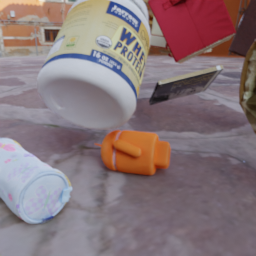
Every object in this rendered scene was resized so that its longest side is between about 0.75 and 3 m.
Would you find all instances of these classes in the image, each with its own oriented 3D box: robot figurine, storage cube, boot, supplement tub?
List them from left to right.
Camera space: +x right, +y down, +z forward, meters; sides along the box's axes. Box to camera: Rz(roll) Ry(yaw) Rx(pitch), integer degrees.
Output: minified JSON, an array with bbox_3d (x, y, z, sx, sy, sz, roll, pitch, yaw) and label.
[{"bbox_3d":[-0.640,-1.695,6.584,2.149,2.149,2.976,5,59,14],"label":"supplement tub"},{"bbox_3d":[0.115,0.612,7.218,1.894,1.104,1.362,5,23,14],"label":"robot figurine"},{"bbox_3d":[1.676,-2.801,7.393,1.598,1.681,1.870,-24,6,18],"label":"storage cube"},{"bbox_3d":[2.686,-0.372,4.284,2.572,2.253,0.851,-17,24,-30],"label":"boot"}]

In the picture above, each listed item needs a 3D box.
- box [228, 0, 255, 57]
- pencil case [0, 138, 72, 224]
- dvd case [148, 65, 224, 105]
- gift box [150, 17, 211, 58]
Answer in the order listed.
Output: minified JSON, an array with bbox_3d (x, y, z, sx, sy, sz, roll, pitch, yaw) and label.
[{"bbox_3d":[4.770,-2.727,8.417,1.867,1.886,2.273,2,28,-37],"label":"box"},{"bbox_3d":[-2.323,1.015,6.085,1.168,1.070,2.575,-15,24,-42],"label":"pencil case"},{"bbox_3d":[1.004,-0.741,5.034,1.191,0.095,0.886,-16,-16,-11],"label":"dvd case"},{"bbox_3d":[1.907,-3.630,10.044,2.271,2.121,2.096,18,22,29],"label":"gift box"}]
